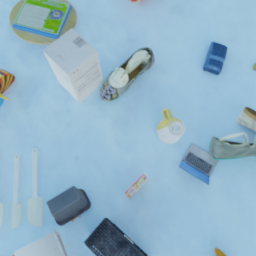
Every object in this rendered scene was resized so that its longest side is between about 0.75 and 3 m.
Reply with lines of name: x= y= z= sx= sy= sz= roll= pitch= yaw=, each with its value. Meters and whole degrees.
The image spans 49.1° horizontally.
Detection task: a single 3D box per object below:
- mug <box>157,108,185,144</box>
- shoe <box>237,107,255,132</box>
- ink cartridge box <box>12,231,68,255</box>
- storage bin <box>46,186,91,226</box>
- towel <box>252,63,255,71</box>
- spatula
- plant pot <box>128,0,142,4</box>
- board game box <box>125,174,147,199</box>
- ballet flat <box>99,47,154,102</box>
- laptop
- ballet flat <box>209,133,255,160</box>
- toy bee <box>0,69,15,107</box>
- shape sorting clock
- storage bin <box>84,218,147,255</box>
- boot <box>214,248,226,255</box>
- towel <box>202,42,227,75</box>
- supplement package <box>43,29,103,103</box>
mug: x=1.494 y=-0.011 z=10.008 sx=1.169 sy=0.960 sz=0.936 roll=42 pitch=81 yaw=0
shoe: x=5.212 y=0.071 z=10.318 sx=2.432 sy=0.850 sz=0.649 roll=31 pitch=117 yaw=8
ink cartridge box: x=-2.794 y=5.097 z=8.470 sx=2.576 sy=0.654 sz=2.924 roll=-26 pitch=75 yaw=-7
storage bin: x=-1.984 y=2.552 z=9.200 sx=1.315 sy=0.883 sz=0.957 roll=-31 pitch=61 yaw=-8
towel: x=5.461 y=-2.384 z=11.416 sx=0.750 sy=0.068 sz=0.323 roll=22 pitch=78 yaw=6
spatula: x=-3.984 y=2.106 z=9.798 sx=1.934 sy=0.223 sz=2.782 roll=-7 pitch=71 yaw=-1
plant pot: x=0.432 y=-6.260 z=12.101 sx=1.484 sy=1.484 sz=1.313 roll=32 pitch=84 yaw=10
board game box: x=0.271 y=2.018 z=9.577 sx=0.210 sy=0.686 sz=0.906 roll=43 pitch=76 yaw=13
ballet flat: x=-0.063 y=-2.193 z=10.871 sx=1.020 sy=1.020 sz=2.837 roll=43 pitch=77 yaw=13
laptop: x=2.511 y=1.237 z=9.834 sx=1.138 sy=0.704 sz=1.215 roll=31 pitch=74 yaw=9
ballet flat: x=4.331 y=0.640 z=9.818 sx=2.924 sy=0.985 sz=0.931 roll=0 pitch=99 yaw=1
toy bee: x=-5.220 y=-1.175 z=10.277 sx=1.755 sy=1.457 sz=2.681 roll=7 pitch=71 yaw=1
shape sorting clock: x=-3.582 y=-4.648 z=11.913 sx=2.796 sy=0.548 sz=2.796 roll=1 pitch=70 yaw=-3
storage bin: x=-0.234 y=3.818 z=8.586 sx=2.059 sy=1.392 sz=0.966 roll=40 pitch=76 yaw=13
boot: x=2.918 y=4.444 z=8.864 sx=0.752 sy=0.370 sz=1.051 roll=-34 pitch=82 yaw=-24
towel: x=3.562 y=-2.842 z=11.423 sx=0.760 sy=0.330 sz=1.360 roll=19 pitch=72 yaw=6
supplement package: x=-1.887 y=-2.169 z=10.187 sx=1.329 sy=2.220 sz=1.346 roll=-43 pitch=76 yaw=-13
